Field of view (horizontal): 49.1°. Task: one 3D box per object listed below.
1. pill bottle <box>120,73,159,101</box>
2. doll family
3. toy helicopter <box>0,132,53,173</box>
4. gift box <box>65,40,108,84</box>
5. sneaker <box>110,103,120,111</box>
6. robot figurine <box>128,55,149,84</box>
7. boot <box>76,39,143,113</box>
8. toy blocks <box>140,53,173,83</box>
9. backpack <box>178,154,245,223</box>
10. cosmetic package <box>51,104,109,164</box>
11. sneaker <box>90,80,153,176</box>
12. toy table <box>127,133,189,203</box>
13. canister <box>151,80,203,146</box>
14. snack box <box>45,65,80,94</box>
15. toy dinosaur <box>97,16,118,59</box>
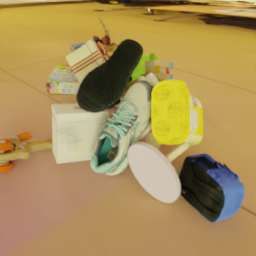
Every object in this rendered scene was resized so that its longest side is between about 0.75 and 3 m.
[{"bbox_3d":[0.318,-1.096,8.074,1.114,0.619,0.619,-30,21,25],"label":"pill bottle"},{"bbox_3d":[-1.718,-3.110,12.052,1.688,1.146,2.921,-15,7,-18],"label":"doll family"},{"bbox_3d":[-3.217,0.583,8.749,2.179,0.860,1.441,-7,21,-32],"label":"toy helicopter"},{"bbox_3d":[-1.185,-2.130,9.214,1.183,1.169,1.266,-30,2,9],"label":"gift box"},{"bbox_3d":[-0.389,-0.737,9.862,1.928,0.804,0.777,13,48,21],"label":"sneaker"},{"bbox_3d":[0.302,-2.652,13.132,2.719,1.573,2.385,4,28,6],"label":"robot figurine"},{"bbox_3d":[-0.611,-1.044,8.212,1.023,2.251,2.679,32,61,1],"label":"boot"},{"bbox_3d":[0.990,-1.459,8.621,0.749,1.498,1.024,3,6,43],"label":"toy blocks"},{"bbox_3d":[2.072,1.405,6.745,1.236,1.197,1.473,-7,30,-24],"label":"backpack"},{"bbox_3d":[-1.420,0.131,8.243,1.502,1.506,0.926,-5,24,-22],"label":"cosmetic package"},{"bbox_3d":[-0.118,0.056,7.319,1.078,2.779,1.199,27,9,23],"label":"sneaker"},{"bbox_3d":[0.832,0.972,7.306,1.567,1.705,0.998,-24,7,39],"label":"toy table"},{"bbox_3d":[1.428,-0.285,7.684,0.915,1.569,2.113,-4,-8,26],"label":"canister"},{"bbox_3d":[-2.831,-2.386,13.571,1.729,0.644,2.431,0,31,0],"label":"snack box"},{"bbox_3d":[-0.955,-3.757,12.748,1.285,2.419,0.731,0,54,-20],"label":"toy dinosaur"}]
